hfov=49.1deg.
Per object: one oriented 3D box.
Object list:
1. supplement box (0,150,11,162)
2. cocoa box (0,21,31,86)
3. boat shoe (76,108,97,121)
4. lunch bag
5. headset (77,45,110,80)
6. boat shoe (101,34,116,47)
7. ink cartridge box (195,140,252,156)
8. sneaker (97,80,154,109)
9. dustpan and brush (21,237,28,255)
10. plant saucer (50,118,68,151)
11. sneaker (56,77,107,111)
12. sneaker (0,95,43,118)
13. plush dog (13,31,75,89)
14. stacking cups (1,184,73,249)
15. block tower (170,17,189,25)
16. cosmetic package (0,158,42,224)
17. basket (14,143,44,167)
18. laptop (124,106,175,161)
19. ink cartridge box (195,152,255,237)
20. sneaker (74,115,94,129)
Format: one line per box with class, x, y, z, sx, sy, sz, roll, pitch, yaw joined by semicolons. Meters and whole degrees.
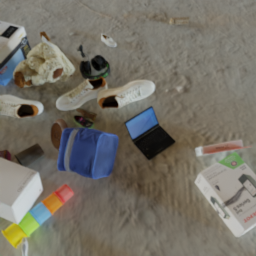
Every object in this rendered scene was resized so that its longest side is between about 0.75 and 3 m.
supplement box;-5.037;1.236;10.667;0.991;0.424;0.547;-8;59;-5
cocoa box;-5.978;-3.507;13.066;1.652;1.625;2.477;18;59;12
boat shoe;-1.815;-0.573;11.889;1.004;0.361;0.341;19;85;22
lunch bag;-1.410;0.826;9.840;1.541;2.330;1.583;11;86;15
headset;-1.727;-3.040;13.111;1.359;1.034;2.201;-26;48;-16
boat shoe;-1.017;-4.560;14.520;0.360;0.355;1.016;-39;65;-23
ink cartridge box;3.490;0.731;10.414;1.632;1.416;0.355;-9;81;-6
sneaker;-0.040;-1.276;11.929;2.542;0.926;1.076;-15;38;1
dustpan and brush;-3.135;4.354;8.564;1.296;0.531;1.856;-8;57;-5
plant saucer;-2.671;0.297;10.796;0.229;1.331;1.331;-4;50;-40
sneaker;-2.074;-1.608;12.200;2.409;1.020;0.877;-27;62;-14
sneaker;-4.814;-0.868;11.605;2.312;0.842;0.979;2;17;1
plush dog;-3.883;-2.595;11.952;2.297;2.675;2.146;-33;97;9
stacking cups;-2.991;2.836;9.463;0.750;0.750;2.478;37;63;22
block tower;2.863;-5.905;15.446;1.059;0.286;0.306;-5;58;-3
cosmetic package;-4.434;1.844;9.233;2.726;1.157;1.467;16;45;11
basket;-3.727;1.041;10.649;0.924;0.833;0.629;-34;108;-24
laptop;0.883;0.192;11.119;1.427;0.832;1.610;-32;61;-18
ink cartridge box;3.721;2.261;9.673;1.672;0.965;2.298;-26;61;-16
sneaker;-1.872;-0.250;11.635;0.962;0.403;0.369;20;74;16
